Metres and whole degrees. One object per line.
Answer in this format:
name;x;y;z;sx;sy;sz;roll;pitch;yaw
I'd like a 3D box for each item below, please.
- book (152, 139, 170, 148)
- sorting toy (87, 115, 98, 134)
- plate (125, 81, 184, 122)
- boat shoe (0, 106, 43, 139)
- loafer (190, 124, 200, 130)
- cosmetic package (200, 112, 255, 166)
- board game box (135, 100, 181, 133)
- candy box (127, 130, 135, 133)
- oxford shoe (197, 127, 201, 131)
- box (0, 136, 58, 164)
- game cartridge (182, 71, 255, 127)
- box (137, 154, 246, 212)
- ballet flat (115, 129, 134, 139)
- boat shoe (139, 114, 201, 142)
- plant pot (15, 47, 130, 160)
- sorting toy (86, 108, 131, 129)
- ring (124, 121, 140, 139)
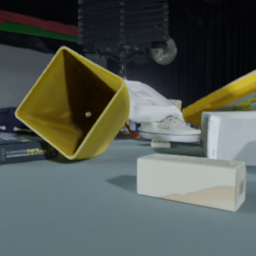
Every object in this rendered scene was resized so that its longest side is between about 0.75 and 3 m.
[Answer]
book;1.028;0.499;8.851;0.557;0.200;0.833;6;3;4
sorting toy;-1.800;-0.175;10.680;2.749;0.947;0.953;24;55;40
plate;0.436;-1.168;10.913;2.913;0.472;2.920;-2;34;-42
boat shoe;-3.073;-0.057;8.824;2.718;1.260;1.015;-2;4;-27
loafer;4.114;-0.094;13.627;2.571;0.809;0.924;-2;4;-29
cosmetic package;3.120;0.174;6.024;2.821;1.044;1.434;1;8;0
board game box;1.373;-0.531;12.121;1.731;0.442;2.555;7;32;10
candy box;0.259;0.233;13.136;0.456;0.221;0.782;-2;2;-22
oxford shoe;3.230;-0.141;10.919;1.538;0.549;0.548;-48;6;-31
box;-2.691;0.471;6.580;1.390;0.450;1.763;-2;4;-44
game cartridge;2.905;-0.479;7.046;2.172;0.400;2.464;13;-27;-31
box;0.765;0.627;3.491;1.229;0.478;0.584;2;4;34
ballet flat;-0.248;0.225;11.483;1.182;0.376;0.398;0;27;21
boat shoe;1.500;-0.011;9.823;0.938;0.924;2.647;2;3;-44
plant pot;-1.044;-0.391;6.687;1.931;1.931;1.703;33;-3;24
sorting toy;-1.299;-0.593;12.029;2.375;0.468;2.566;-12;46;-7
ring;0.154;-0.167;11.391;0.125;1.307;1.307;-31;-9;22
